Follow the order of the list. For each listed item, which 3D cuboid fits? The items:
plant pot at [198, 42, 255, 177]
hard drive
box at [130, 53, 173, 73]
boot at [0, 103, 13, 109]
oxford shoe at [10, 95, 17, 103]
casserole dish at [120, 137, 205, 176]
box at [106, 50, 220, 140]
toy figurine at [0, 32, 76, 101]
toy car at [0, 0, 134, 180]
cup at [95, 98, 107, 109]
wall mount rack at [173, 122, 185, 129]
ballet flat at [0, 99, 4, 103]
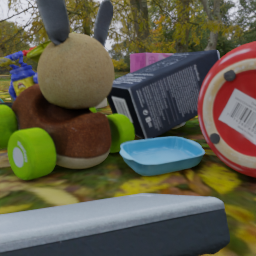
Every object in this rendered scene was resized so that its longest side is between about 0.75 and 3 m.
[{"bbox_3d":[2.317,-0.373,4.256,1.941,2.132,2.132,-12,17,-43],"label":"plant pot"},{"bbox_3d":[-0.570,0.780,1.988,2.041,0.336,1.424,-4,-10,-19],"label":"hard drive"},{"bbox_3d":[1.495,-2.272,13.106,2.599,2.286,1.256,-7,13,-32],"label":"box"},{"bbox_3d":[-3.093,-0.346,7.691,2.320,0.786,1.516,5,8,18],"label":"boot"},{"bbox_3d":[-2.787,-1.041,9.135,2.329,0.824,0.860,13,28,28],"label":"oxford shoe"},{"bbox_3d":[0.553,0.456,4.607,1.464,0.284,0.887,-6,21,-27],"label":"casserole dish"},{"bbox_3d":[0.896,-0.922,7.145,2.460,1.317,1.826,-27,20,-16],"label":"box"},{"bbox_3d":[-2.519,-1.353,7.880,2.928,1.754,1.545,-8,24,29],"label":"toy figurine"},{"bbox_3d":[-1.032,-0.839,4.661,2.092,2.651,2.178,26,25,34],"label":"toy car"},{"bbox_3d":[-2.331,-1.951,12.337,2.786,1.992,2.786,0,12,0],"label":"cup"},{"bbox_3d":[1.204,-0.343,8.093,1.171,0.502,1.347,-18,12,17],"label":"wall mount rack"},{"bbox_3d":[-4.936,-1.214,8.598,0.967,2.840,0.955,-21,21,52],"label":"ballet flat"}]
